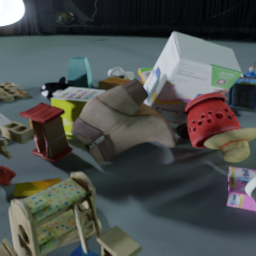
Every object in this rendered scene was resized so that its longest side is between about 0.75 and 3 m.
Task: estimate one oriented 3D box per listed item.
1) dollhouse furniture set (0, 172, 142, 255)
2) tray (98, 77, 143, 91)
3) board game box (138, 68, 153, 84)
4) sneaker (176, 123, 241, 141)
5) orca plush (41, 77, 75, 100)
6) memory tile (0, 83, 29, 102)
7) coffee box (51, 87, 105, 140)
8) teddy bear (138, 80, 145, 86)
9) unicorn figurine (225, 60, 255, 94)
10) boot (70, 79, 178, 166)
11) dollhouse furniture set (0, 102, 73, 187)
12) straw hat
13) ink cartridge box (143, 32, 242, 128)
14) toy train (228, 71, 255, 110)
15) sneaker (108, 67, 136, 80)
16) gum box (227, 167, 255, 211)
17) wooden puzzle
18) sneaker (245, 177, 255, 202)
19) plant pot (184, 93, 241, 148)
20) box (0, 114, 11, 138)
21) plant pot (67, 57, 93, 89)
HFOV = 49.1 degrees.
[{"bbox_3d":[-1.003,1.601,3.801,1.810,1.006,1.601,-22,35,-40],"label":"dollhouse furniture set"},{"bbox_3d":[-0.140,-2.010,13.364,2.348,0.435,1.158,13,26,29],"label":"tray"},{"bbox_3d":[1.377,-2.039,12.618,1.302,0.409,2.725,-6,39,-13],"label":"board game box"},{"bbox_3d":[2.395,0.003,8.443,1.925,0.678,0.727,0,15,-8],"label":"sneaker"},{"bbox_3d":[-2.837,-1.717,12.080,1.329,0.898,2.525,-21,31,-40],"label":"orca plush"},{"bbox_3d":[-5.853,-1.602,12.672,2.051,0.225,2.675,-18,30,-35],"label":"memory tile"},{"bbox_3d":[-1.462,-0.444,8.680,1.277,1.279,1.265,6,24,14],"label":"coffee box"},{"bbox_3d":[0.386,-1.413,11.212,2.149,0.717,1.558,6,41,23],"label":"teddy bear"},{"bbox_3d":[5.059,-2.157,12.586,0.718,1.943,1.335,36,23,-7],"label":"unicorn figurine"},{"bbox_3d":[-0.057,0.183,7.155,2.067,2.828,0.993,-43,34,-6],"label":"boot"},{"bbox_3d":[-2.572,0.444,6.791,0.975,1.290,2.396,16,35,32],"label":"dollhouse furniture set"},{"bbox_3d":[2.737,0.552,7.176,1.434,1.434,0.607,-4,66,-9],"label":"straw hat"},{"bbox_3d":[1.621,-1.182,8.136,1.898,2.611,1.143,9,53,-18],"label":"ink cartridge box"},{"bbox_3d":[5.448,-1.366,10.898,2.984,1.293,1.705,14,33,32],"label":"toy train"},{"bbox_3d":[-0.464,-2.754,14.808,1.844,0.687,0.803,21,36,40],"label":"sneaker"},{"bbox_3d":[2.446,1.250,5.957,0.616,0.359,1.085,7,25,17],"label":"gum box"},{"bbox_3d":[-1.366,1.661,5.093,1.534,0.266,2.274,-11,30,-16],"label":"wooden puzzle"},{"bbox_3d":[3.377,1.484,5.027,2.454,0.868,1.217,5,41,-22],"label":"sneaker"},{"bbox_3d":[2.152,-0.200,7.425,1.283,1.283,1.168,-8,66,-18],"label":"plant pot"},{"bbox_3d":[-4.802,-0.085,9.013,1.575,0.397,2.182,-20,32,-38],"label":"box"},{"bbox_3d":[-2.304,-2.552,13.275,1.050,1.485,1.049,1,24,2],"label":"plant pot"}]
